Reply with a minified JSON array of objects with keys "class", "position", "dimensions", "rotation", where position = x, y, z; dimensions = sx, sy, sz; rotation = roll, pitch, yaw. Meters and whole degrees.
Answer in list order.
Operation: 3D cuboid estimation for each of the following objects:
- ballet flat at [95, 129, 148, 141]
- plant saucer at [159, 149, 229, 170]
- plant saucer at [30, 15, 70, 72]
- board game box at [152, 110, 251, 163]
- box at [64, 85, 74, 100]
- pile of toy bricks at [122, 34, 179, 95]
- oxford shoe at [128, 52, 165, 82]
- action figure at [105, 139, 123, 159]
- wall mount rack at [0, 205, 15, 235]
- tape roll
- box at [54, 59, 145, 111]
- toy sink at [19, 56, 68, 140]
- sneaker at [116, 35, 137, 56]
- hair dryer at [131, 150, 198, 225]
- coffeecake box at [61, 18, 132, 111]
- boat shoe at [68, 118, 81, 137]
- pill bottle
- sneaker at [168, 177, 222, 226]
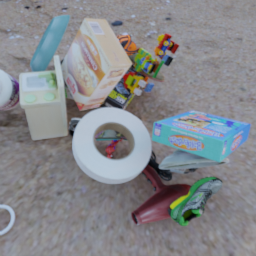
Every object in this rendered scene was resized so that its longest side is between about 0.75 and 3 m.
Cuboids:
[{"class":"ballet flat","position":[-0.174,0.153,8.610],"dimensions":[1.714,0.592,0.610],"rotation":[5,88,-18]},{"class":"plant saucer","position":[1.600,0.748,6.981],"dimensions":[1.701,1.701,0.427],"rotation":[-3,76,-3]},{"class":"plant saucer","position":[-2.847,-2.927,9.862],"dimensions":[0.458,2.547,2.547],"rotation":[26,38,-26]},{"class":"board game box","position":[1.845,0.099,6.847],"dimensions":[1.654,0.489,2.175],"rotation":[18,20,33]},{"class":"box","position":[-1.911,-1.649,11.044],"dimensions":[1.003,0.549,1.136],"rotation":[13,46,11]},{"class":"pile of toy bricks","position":[0.685,-2.397,9.999],"dimensions":[1.150,2.330,1.293],"rotation":[41,27,20]},{"class":"oxford shoe","position":[0.675,-2.482,10.745],"dimensions":[1.953,0.730,0.688],"rotation":[35,27,3]},{"class":"action figure","position":[-0.422,0.394,9.080],"dimensions":[0.348,0.441,1.348],"rotation":[35,57,-23]},{"class":"wall mount rack","position":[-4.056,2.634,6.544],"dimensions":[2.561,0.955,2.225],"rotation":[-15,54,-12]},{"class":"tape roll","position":[-0.411,0.428,7.519],"dimensions":[2.152,0.393,2.152],"rotation":[7,59,-12]},{"class":"box","position":[-0.990,-1.988,10.695],"dimensions":[2.882,0.638,2.309],"rotation":[31,50,3]},{"class":"toy sink","position":[-2.716,-0.937,8.960],"dimensions":[1.291,2.304,1.502],"rotation":[-8,52,-15]},{"class":"sneaker","position":[-0.227,-2.432,9.699],"dimensions":[1.009,1.801,0.699],"rotation":[-26,69,-31]},{"class":"hair dryer","position":[0.832,1.635,7.826],"dimensions":[2.124,0.758,2.789],"rotation":[9,34,19]},{"class":"coffeecake box","position":[-1.107,-1.884,8.660],"dimensions":[0.821,2.246,1.724],"rotation":[-16,70,-41]},{"class":"boat shoe","position":[-1.556,0.008,8.594],"dimensions":[0.521,1.560,0.445],"rotation":[7,82,-17]},{"class":"pill bottle","position":[-4.239,-1.221,8.917],"dimensions":[1.270,1.270,2.263],"rotation":[-8,3,-8]},{"class":"sneaker","position":[1.701,1.785,6.696],"dimensions":[1.505,0.587,0.641],"rotation":[-42,29,-2]}]
